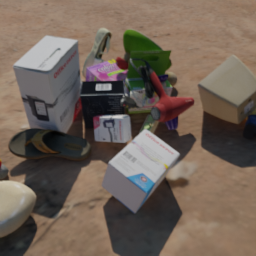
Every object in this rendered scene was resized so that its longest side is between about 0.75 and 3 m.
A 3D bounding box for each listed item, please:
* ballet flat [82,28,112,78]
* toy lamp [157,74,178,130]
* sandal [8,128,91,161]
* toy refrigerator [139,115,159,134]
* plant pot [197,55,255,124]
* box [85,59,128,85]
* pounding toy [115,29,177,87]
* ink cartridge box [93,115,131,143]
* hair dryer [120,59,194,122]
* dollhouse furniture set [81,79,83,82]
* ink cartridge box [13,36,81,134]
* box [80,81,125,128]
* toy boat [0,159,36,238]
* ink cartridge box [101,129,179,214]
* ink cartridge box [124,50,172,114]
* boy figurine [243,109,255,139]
[{"bbox_3d":[-1.253,-3.089,11.824,0.783,2.253,0.783,20,5,-2],"label":"ballet flat"},{"bbox_3d":[1.380,-0.880,9.809,0.559,1.919,0.559,-11,5,1],"label":"toy lamp"},{"bbox_3d":[-2.432,0.505,8.793,2.543,0.694,1.039,10,65,-4],"label":"sandal"},{"bbox_3d":[0.738,-0.036,9.823,0.377,0.347,0.992,7,44,24],"label":"toy refrigerator"},{"bbox_3d":[3.652,-1.160,9.728,1.680,1.678,1.487,-41,54,-4],"label":"plant pot"},{"bbox_3d":[-0.675,-1.874,11.195,1.390,0.764,1.581,-28,58,-34],"label":"box"},{"bbox_3d":[0.560,-2.449,11.063,2.208,2.860,1.327,38,90,34],"label":"pounding toy"},{"bbox_3d":[-0.523,0.021,9.134,1.133,0.820,0.478,2,13,27],"label":"ink cartridge box"},{"bbox_3d":[1.114,-1.174,9.269,2.625,0.713,1.999,23,69,-20],"label":"hair dryer"},{"bbox_3d":[-1.730,-1.274,10.938,1.085,0.621,1.272,-25,49,-22],"label":"dollhouse furniture set"},{"bbox_3d":[-2.491,-1.309,9.347,1.186,2.844,2.065,13,45,9],"label":"ink cartridge box"},{"bbox_3d":[-0.856,-0.815,9.845,1.488,1.463,0.923,-1,41,-2],"label":"box"},{"bbox_3d":[-3.561,1.821,7.594,2.073,1.146,2.466,-15,54,-9],"label":"toy boat"},{"bbox_3d":[0.341,1.166,7.773,1.244,1.238,1.696,37,50,16],"label":"ink cartridge box"},{"bbox_3d":[0.750,-1.613,10.035,1.585,2.145,0.812,-6,47,-16],"label":"ink cartridge box"},{"bbox_3d":[4.852,-0.580,10.104,1.548,0.802,2.489,11,47,25],"label":"boy figurine"}]
